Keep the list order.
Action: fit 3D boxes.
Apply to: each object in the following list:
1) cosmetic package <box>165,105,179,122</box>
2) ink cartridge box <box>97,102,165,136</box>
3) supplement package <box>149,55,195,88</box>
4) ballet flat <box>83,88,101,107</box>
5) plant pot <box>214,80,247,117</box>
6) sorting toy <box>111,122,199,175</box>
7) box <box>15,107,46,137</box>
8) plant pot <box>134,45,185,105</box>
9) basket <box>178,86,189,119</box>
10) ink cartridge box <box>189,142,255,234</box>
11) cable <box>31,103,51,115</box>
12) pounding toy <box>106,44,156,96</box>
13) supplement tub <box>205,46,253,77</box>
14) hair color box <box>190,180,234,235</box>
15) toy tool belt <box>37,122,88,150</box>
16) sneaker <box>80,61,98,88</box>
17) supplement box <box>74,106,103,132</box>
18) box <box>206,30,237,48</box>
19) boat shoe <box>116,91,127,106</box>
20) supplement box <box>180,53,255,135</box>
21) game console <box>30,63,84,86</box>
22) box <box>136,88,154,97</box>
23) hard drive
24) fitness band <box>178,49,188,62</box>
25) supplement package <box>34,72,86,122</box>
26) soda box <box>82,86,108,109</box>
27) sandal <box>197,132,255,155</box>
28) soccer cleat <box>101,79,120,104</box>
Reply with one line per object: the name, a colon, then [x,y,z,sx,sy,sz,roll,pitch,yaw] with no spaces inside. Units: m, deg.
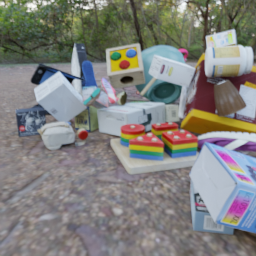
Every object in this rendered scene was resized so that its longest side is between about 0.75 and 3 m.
cosmetic package: [1.699,-0.629,11.964,0.488,0.691,1.334,-6,7,-11]
ink cartridge box: [0.152,-0.412,11.338,1.705,0.966,2.327,10,19,44]
supplement package: [1.433,-1.886,9.317,1.193,0.661,0.929,12,19,-17]
ballet flat: [-1.100,-0.970,9.002,0.268,0.798,0.272,29,30,-49]
plant pot: [2.812,-0.887,7.983,0.827,0.885,0.827,-23,7,3]
sorting toy: [0.823,0.461,8.898,2.344,0.821,2.359,-5,19,-16]
box: [-3.786,-0.239,10.944,1.074,0.978,0.559,-8,19,-22]
plant pot: [1.511,-2.149,12.801,2.628,2.628,1.761,-3,51,-10]
basket: [3.123,-1.223,11.429,1.878,1.862,1.511,9,8,12]
ink cartridge box: [2.542,1.252,5.385,2.297,0.877,1.567,19,20,-13]
cable: [-3.952,-1.132,14.649,1.608,0.501,1.971,8,18,24]
pounding toy: [0.342,-2.366,11.317,2.284,1.045,2.006,-9,61,6]
supplement tub: [2.919,-1.944,8.220,1.217,0.881,0.881,0,17,9]
hair color box: [1.739,1.572,5.968,0.747,0.458,1.509,3,17,9]
toy tool belt: [-2.285,0.149,9.774,1.555,0.971,0.956,-9,28,-28]
sneaker: [-1.596,-1.764,11.302,0.618,1.761,0.686,-4,-2,-16]
supplement box: [-1.612,-0.479,11.574,0.708,1.055,1.054,8,19,27]
box: [2.993,-2.720,8.988,0.885,0.498,0.449,-7,-15,25]
boat shoe: [-0.318,-1.186,11.673,0.376,0.419,1.132,-15,19,18]
supplement box: [3.182,-0.933,9.432,2.214,2.245,1.490,14,-17,1]
game console: [-2.739,-1.816,10.777,1.547,1.361,0.900,16,35,-40]
box: [1.853,-2.564,15.310,2.861,1.954,0.539,1,22,-43]
hard drive: [-2.175,-2.242,12.896,0.511,2.699,1.886,-5,-26,-20]
fitness band: [2.490,-3.520,14.345,1.239,0.232,0.890,-34,-34,28]
supplement package: [-2.445,-1.049,10.169,1.143,1.468,0.814,-34,47,5]
soda box: [-1.148,-1.069,10.111,0.479,0.515,1.507,-3,-6,12]
sandal: [3.194,0.613,8.331,2.745,0.675,1.117,-2,-29,41]
soccer cleat: [-0.559,-1.156,8.612,0.332,0.868,0.290,-24,-11,5]
